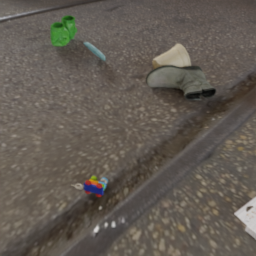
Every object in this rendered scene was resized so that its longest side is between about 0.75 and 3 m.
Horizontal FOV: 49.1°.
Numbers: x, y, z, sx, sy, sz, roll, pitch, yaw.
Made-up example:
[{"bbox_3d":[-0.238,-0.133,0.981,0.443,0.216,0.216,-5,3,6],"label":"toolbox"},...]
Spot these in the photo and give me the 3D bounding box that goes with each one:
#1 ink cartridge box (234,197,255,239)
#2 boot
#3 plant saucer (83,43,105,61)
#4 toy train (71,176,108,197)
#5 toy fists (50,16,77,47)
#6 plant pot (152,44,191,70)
[{"bbox_3d":[3.050,2.133,6.573,0.878,0.196,0.774,-23,44,-27],"label":"ink cartridge box"},{"bbox_3d":[2.067,-1.727,11.034,2.515,0.852,1.643,-7,44,-7],"label":"boot"},{"bbox_3d":[-1.543,-3.609,13.157,0.175,1.279,1.279,-51,50,4],"label":"plant saucer"},{"bbox_3d":[-0.994,1.442,7.339,0.866,0.366,0.501,13,29,12],"label":"toy train"},{"bbox_3d":[-3.423,-5.116,15.035,0.787,1.167,2.288,18,41,5],"label":"toy fists"},{"bbox_3d":[1.779,-2.715,11.999,1.254,1.370,1.370,-23,42,-9],"label":"plant pot"}]
